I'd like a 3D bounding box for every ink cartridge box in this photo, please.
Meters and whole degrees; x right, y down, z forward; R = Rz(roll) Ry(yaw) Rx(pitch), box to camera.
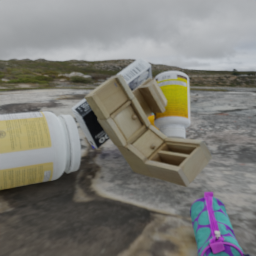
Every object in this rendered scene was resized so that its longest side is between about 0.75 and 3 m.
[{"bbox_3d":[-0.322,-0.575,9.799,2.839,2.866,0.622,-39,63,-14],"label":"ink cartridge box"}]

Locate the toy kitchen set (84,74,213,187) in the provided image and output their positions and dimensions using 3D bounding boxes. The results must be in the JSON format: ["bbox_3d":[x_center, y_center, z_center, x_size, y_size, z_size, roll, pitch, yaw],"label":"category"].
[{"bbox_3d":[0.815,-0.378,7.522,2.225,2.727,2.460,-41,21,-23],"label":"toy kitchen set"}]

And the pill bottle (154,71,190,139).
[{"bbox_3d":[1.510,-0.705,9.698,1.236,2.262,1.236,1,-15,0],"label":"pill bottle"}]

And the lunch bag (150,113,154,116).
[{"bbox_3d":[1.418,-0.538,14.940,2.582,1.058,2.274,3,13,15],"label":"lunch bag"}]

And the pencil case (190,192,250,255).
[{"bbox_3d":[1.468,1.796,4.749,0.723,0.785,1.699,-6,10,9],"label":"pencil case"}]

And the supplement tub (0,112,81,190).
[{"bbox_3d":[-2.850,0.578,7.611,2.716,1.975,1.975,-6,14,-27],"label":"supplement tub"}]

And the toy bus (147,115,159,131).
[{"bbox_3d":[1.240,0.003,12.147,0.945,1.137,2.904,1,11,30],"label":"toy bus"}]
